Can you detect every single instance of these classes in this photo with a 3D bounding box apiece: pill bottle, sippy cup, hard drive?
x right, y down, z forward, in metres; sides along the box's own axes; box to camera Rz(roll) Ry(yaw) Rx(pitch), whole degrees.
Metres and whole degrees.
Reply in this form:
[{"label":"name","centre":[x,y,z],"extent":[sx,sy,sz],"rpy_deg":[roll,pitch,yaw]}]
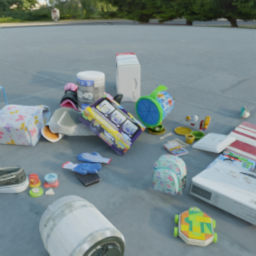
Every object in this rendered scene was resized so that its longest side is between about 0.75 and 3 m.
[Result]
[{"label":"pill bottle","centre":[-1.559,-1.290,11.829],"extent":[1.144,2.011,1.144],"rpy_deg":[1,23,0]},{"label":"sippy cup","centre":[1.135,-0.842,11.141],"extent":[1.225,1.313,1.672],"rpy_deg":[-31,2,-39]},{"label":"hard drive","centre":[-1.256,1.476,8.564],"extent":[0.579,0.182,0.859],"rpy_deg":[-16,30,-29]}]

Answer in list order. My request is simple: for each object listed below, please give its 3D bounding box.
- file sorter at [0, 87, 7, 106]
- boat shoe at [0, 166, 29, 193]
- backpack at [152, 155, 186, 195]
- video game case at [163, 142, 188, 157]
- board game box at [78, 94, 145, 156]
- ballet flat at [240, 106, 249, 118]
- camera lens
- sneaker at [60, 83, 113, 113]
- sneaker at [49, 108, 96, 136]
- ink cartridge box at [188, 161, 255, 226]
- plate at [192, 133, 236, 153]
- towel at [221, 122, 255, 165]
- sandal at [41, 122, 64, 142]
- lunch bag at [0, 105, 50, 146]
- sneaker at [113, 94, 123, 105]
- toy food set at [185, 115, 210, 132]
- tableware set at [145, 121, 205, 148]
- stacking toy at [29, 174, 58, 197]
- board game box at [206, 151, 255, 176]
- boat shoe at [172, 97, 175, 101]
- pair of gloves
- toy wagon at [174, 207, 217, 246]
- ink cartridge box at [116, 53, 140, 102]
[{"label":"file sorter","centre":[-6.554,-0.909,12.034],"extent":[2.305,1.414,1.599],"rpy_deg":[-2,27,-5]},{"label":"boat shoe","centre":[-4.048,1.410,7.976],"extent":[2.296,0.814,0.828],"rpy_deg":[-5,27,-9]},{"label":"backpack","centre":[1.087,1.250,7.514],"extent":[0.887,1.000,0.753],"rpy_deg":[10,20,30]},{"label":"video game case","centre":[1.692,0.759,10.037],"extent":[0.539,0.066,0.754],"rpy_deg":[-13,34,-26]},{"label":"board game box","centre":[-0.533,-0.156,10.293],"extent":[2.053,0.582,1.697],"rpy_deg":[41,35,2]},{"label":"ballet flat","centre":[5.346,-0.684,12.792],"extent":[0.390,0.390,1.084],"rpy_deg":[10,29,19]},{"label":"camera lens","centre":[-0.944,2.279,5.680],"extent":[1.278,1.278,1.598],"rpy_deg":[-19,31,-34]},{"label":"sneaker","centre":[-1.878,-1.045,13.030],"extent":[2.902,1.147,1.384],"rpy_deg":[16,61,16]},{"label":"sneaker","centre":[-1.727,-0.138,10.754],"extent":[2.684,1.076,0.944],"rpy_deg":[9,61,-33]},{"label":"ink cartridge box","centre":[3.110,1.731,7.709],"extent":[2.236,0.487,1.941],"rpy_deg":[21,22,35]},{"label":"plate","centre":[3.096,0.487,10.144],"extent":[1.151,0.186,1.154],"rpy_deg":[-28,23,-32]},{"label":"towel","centre":[4.638,0.579,10.309],"extent":[1.845,0.291,2.562],"rpy_deg":[24,36,36]},{"label":"sandal","centre":[-2.666,-0.183,11.142],"extent":[0.797,0.596,2.081],"rpy_deg":[38,31,1]},{"label":"lunch bag","centre":[-4.081,-0.215,10.896],"extent":[1.609,1.206,1.897],"rpy_deg":[3,37,7]},{"label":"sneaker","centre":[-0.608,-0.750,11.735],"extent":[0.598,1.508,0.568],"rpy_deg":[35,-2,-17]},{"label":"toy food set","centre":[2.818,-0.158,11.369],"extent":[1.160,0.522,0.554],"rpy_deg":[5,-21,45]},{"label":"tableware set","centre":[1.809,0.069,11.229],"extent":[1.570,0.358,2.331],"rpy_deg":[-19,32,-34]},{"label":"stacking toy","centre":[-2.484,1.600,8.107],"extent":[0.863,0.364,0.781],"rpy_deg":[-5,26,-8]},{"label":"board game box","centre":[3.268,1.268,8.905],"extent":[1.049,0.254,1.386],"rpy_deg":[21,34,36]},{"label":"boat shoe","centre":[2.213,-1.460,14.472],"extent":[0.282,0.238,0.791],"rpy_deg":[16,30,29]},{"label":"pair of gloves","centre":[-1.279,1.103,9.041],"extent":[1.249,0.177,1.554],"rpy_deg":[7,18,20]},{"label":"toy wagon","centre":[1.617,2.309,6.798],"extent":[0.962,0.245,1.240],"rpy_deg":[5,27,9]},{"label":"ink cartridge box","centre":[-0.059,-2.796,15.187],"extent":[1.136,2.000,2.744],"rpy_deg":[-2,26,-4]}]
